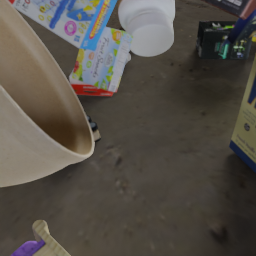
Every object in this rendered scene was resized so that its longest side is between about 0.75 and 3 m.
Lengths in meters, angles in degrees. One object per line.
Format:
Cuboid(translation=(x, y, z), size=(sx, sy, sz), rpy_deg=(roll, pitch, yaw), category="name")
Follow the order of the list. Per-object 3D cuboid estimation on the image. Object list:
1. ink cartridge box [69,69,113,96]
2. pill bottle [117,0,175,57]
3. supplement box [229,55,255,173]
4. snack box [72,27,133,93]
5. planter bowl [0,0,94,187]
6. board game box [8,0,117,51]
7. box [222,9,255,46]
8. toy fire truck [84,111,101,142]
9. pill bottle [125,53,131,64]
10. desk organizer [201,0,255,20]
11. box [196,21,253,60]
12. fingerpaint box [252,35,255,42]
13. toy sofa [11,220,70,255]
Cuboid(translation=(-1.182, -1.543, 9.223), size=(1.537, 0.335, 1.334), rpy_deg=(3, 36, 4), category="ink cartridge box")
Cuboid(translation=(0.440, -3.126, 7.060), size=(1.405, 1.405, 2.457), rpy_deg=(-3, 66, -4), category="pill bottle")
Cuboid(translation=(4.085, -0.432, 5.559), size=(2.907, 2.910, 1.954), rpy_deg=(-13, 39, -16), category="supplement box")
Cuboid(translation=(-0.608, -1.603, 6.409), size=(1.113, 1.320, 0.447), rpy_deg=(24, 13, 29), category="snack box")
Cuboid(translation=(-1.885, -0.339, 3.448), size=(1.778, 2.641, 2.641), rpy_deg=(-31, 40, 4), category="planter bowl")
Cuboid(translation=(-1.056, -2.658, 4.817), size=(1.931, 1.891, 0.540), rpy_deg=(34, 21, 12), category="board game box")
Cuboid(translation=(3.040, -2.625, 6.536), size=(1.129, 1.864, 0.302), rpy_deg=(-26, 71, -19), category="box")
Cuboid(translation=(-1.327, 0.082, 6.880), size=(1.019, 0.656, 0.897), rpy_deg=(-30, 46, -18), category="toy fire truck")
Cuboid(translation=(-0.287, -2.578, 10.516), size=(0.778, 0.432, 0.432), rpy_deg=(-29, 46, -33), category="pill bottle")
Cuboid(translation=(1.297, -2.520, 4.722), size=(2.062, 0.740, 0.794), rpy_deg=(39, 24, 26), category="desk organizer")
Cuboid(translation=(3.775, -3.494, 11.145), size=(1.846, 1.148, 1.371), rpy_deg=(1, 37, 3), category="box")
Cuboid(translation=(6.211, -4.411, 12.742), size=(1.877, 0.689, 1.566), rpy_deg=(26, 43, 31), category="fingerpaint box")
Cuboid(translation=(-1.959, 2.322, 3.450), size=(1.245, 1.057, 2.551), rpy_deg=(30, 46, 32), category="toy sofa")
